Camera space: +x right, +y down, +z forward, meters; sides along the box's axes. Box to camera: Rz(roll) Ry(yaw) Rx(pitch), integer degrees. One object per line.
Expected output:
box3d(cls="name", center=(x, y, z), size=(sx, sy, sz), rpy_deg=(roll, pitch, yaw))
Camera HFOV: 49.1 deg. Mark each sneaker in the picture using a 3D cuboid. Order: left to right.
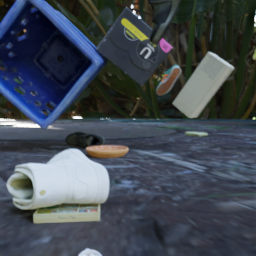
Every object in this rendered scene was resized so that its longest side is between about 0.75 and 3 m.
box3d(cls="sneaker", center=(-1.187, 0.681, 4.094), size=(1.124, 0.716, 1.945), rpy_deg=(3, -3, -29))
box3d(cls="sneaker", center=(-1.657, 0.434, 10.307), size=(1.461, 0.558, 0.837), rpy_deg=(6, -2, 7))
box3d(cls="sneaker", center=(0.695, -2.812, 6.716), size=(0.873, 1.523, 0.582), rpy_deg=(24, 16, 7))
box3d(cls="sneaker", center=(1.653, -1.971, 11.631), size=(0.511, 1.431, 0.572), rpy_deg=(32, 23, -16))

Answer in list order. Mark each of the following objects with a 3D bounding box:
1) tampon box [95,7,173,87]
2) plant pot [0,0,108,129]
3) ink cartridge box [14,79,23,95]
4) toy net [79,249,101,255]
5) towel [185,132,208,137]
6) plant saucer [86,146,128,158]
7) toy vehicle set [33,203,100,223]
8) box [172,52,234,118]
box3d(cls="tampon box", center=(0.147, -2.662, 9.284), size=(1.812, 1.527, 2.418), rpy_deg=(37, 12, -12))
box3d(cls="plant pot", center=(-2.512, -2.156, 9.225), size=(2.917, 2.917, 2.622), rpy_deg=(43, 17, -6))
box3d(cls="ink cartridge box", center=(-4.366, -1.716, 11.143), size=(0.508, 0.889, 1.712), rpy_deg=(21, -22, -28))
box3d(cls="toy net", center=(-0.339, 1.116, 2.041), size=(0.520, 0.191, 0.991), rpy_deg=(1, 3, 12))
box3d(cls="towel", center=(3.673, 0.334, 15.108), size=(0.766, 0.188, 1.033), rpy_deg=(-2, 4, -40))
box3d(cls="plant saucer", center=(-0.625, 0.714, 8.410), size=(1.264, 0.237, 1.264), rpy_deg=(0, 3, 0))
box3d(cls="toy vehicle set", center=(-0.758, 1.066, 3.600), size=(0.790, 0.105, 0.491), rpy_deg=(0, 3, -6))
box3d(cls="box", center=(2.614, -1.456, 9.879), size=(0.907, 2.207, 0.755), rpy_deg=(46, 28, 24))
